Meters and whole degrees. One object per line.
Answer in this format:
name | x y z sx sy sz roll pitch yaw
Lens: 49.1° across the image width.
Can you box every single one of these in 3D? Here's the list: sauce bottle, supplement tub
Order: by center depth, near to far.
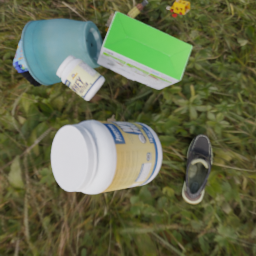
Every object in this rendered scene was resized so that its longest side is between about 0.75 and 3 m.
supplement tub | -0.509 0.723 7.280 2.485 1.797 1.797 2 52 -46
supplement tub | -1.258 -1.329 7.422 1.073 0.778 0.778 38 66 -6
sauce bottle | 0.406 -5.027 11.898 0.985 0.325 0.325 -32 59 27

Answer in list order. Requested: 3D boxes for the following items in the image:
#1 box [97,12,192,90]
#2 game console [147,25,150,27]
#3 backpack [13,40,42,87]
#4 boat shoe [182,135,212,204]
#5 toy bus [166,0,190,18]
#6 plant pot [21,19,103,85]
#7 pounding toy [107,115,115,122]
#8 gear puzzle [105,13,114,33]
box | 0.402 -2.335 9.184 2.522 2.225 1.219 21 88 -9
game console | 0.453 -4.184 12.990 1.156 0.684 0.987 0 61 1
backpack | -3.220 -2.945 11.478 2.293 1.543 2.094 -7 59 24
boat shoe | 2.536 1.342 9.933 0.948 0.872 2.653 15 63 8
toy bus | 1.640 -3.977 9.110 0.734 0.379 0.692 -10 53 5
plant pot | -2.361 -3.075 10.980 2.400 2.555 2.555 -3 60 19
pounding toy | -0.214 -0.089 9.182 0.648 1.133 0.650 2 73 17
gear puzzle | -0.747 -5.108 13.798 0.642 0.162 1.239 20 67 8
